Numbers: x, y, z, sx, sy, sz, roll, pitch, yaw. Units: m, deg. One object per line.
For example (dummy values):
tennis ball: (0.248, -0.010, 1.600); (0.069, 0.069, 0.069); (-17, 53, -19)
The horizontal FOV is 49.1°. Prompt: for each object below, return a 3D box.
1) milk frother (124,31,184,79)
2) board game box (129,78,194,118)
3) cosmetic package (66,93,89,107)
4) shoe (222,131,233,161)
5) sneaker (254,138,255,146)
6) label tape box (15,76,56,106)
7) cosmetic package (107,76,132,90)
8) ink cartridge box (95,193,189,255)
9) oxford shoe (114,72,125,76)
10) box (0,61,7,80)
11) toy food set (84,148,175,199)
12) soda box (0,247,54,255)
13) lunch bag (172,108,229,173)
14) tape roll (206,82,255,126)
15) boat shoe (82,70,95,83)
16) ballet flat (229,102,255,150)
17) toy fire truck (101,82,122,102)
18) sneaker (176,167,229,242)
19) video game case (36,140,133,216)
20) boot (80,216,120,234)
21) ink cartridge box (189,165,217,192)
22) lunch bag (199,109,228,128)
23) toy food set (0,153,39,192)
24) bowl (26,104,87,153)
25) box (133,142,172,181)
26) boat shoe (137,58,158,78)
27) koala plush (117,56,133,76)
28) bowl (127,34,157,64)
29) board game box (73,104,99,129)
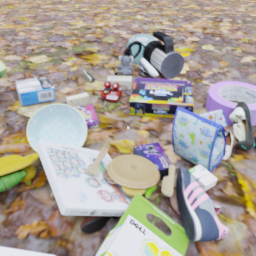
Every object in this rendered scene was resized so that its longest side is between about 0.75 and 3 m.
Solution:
milk frother: (1.340, -3.824, 15.309); (2.440, 2.202, 2.295); (-32, 40, -4)
board game box: (1.520, -1.385, 12.635); (2.703, 0.766, 2.234); (4, 39, 6)
cosmetic package: (-2.276, -1.213, 12.677); (0.972, 0.503, 0.355); (-17, 39, -21)
shoe: (3.506, 0.619, 10.074); (0.456, 0.348, 1.305); (12, 48, 22)
sneaker: (4.809, 0.660, 10.005); (0.705, 0.610, 1.611); (14, 28, 24)
label tape box: (-4.535, -1.950, 13.512); (1.563, 0.721, 2.182); (-14, 39, -22)
cosmetic package: (-0.430, -2.271, 14.158); (1.203, 0.525, 0.622); (3, 33, 5)
ink cartridge box: (0.550, 2.653, 6.136); (1.916, 0.982, 2.593); (37, 43, 3)
oxford shoe: (-0.424, -2.726, 14.895); (0.863, 0.314, 0.364); (32, 33, 34)
box: (-6.795, -1.658, 12.172); (0.527, 2.092, 2.898); (47, 41, -10)
toy food set: (0.115, 1.375, 8.169); (2.432, 0.488, 1.679); (14, 27, 8)
soda box: (-2.722, 3.193, 6.234); (2.204, 0.702, 0.751); (5, 35, 8)
lunch bag: (2.323, 0.285, 9.212); (1.602, 1.884, 1.201); (28, 61, 36)
tape roll: (4.765, -1.110, 12.245); (2.559, 0.839, 2.559); (1, 35, 0)
boat shoe: (-2.123, -2.789, 15.038); (0.337, 0.399, 1.118); (-16, 45, -26)
ballet flat: (4.157, -0.181, 10.276); (0.699, 0.694, 2.043); (16, 55, -25)
toy fire truck: (-0.838, -1.644, 13.240); (1.073, 0.602, 0.901); (11, 57, 22)
sneaker: (1.948, 2.054, 7.753); (1.013, 0.866, 2.469); (3, 35, -4)
video game case: (-1.096, 1.395, 7.884); (2.476, 0.322, 2.720); (16, 23, -39)
boot: (-1.056, 2.151, 7.903); (1.376, 0.500, 1.461); (-27, 42, -32)
ink cartridge box: (2.324, 1.576, 8.828); (0.549, 0.317, 0.755); (-21, 44, -28)
lunch bag: (2.945, -0.129, 10.623); (1.115, 0.812, 1.311); (-13, -4, -11)
toy food set: (-4.091, 1.631, 8.416); (2.974, 0.971, 1.750); (-17, 14, -25)
bowl: (-2.470, 0.231, 9.903); (1.984, 1.068, 1.984); (3, 73, -10)
box: (0.805, 1.138, 9.326); (0.954, 0.533, 1.351); (-12, 37, -12)
boat shoe: (0.978, -3.129, 15.272); (0.729, 0.689, 2.032); (27, 21, -35)
koala plush: (-0.127, -3.456, 15.335); (0.901, 1.016, 0.934); (3, 32, -7)
bowl: (0.928, -4.980, 17.382); (2.415, 1.263, 2.415); (1, 35, -1)
board game box: (-1.850, -0.472, 11.878); (0.972, 0.262, 1.620); (-5, 35, -15)
